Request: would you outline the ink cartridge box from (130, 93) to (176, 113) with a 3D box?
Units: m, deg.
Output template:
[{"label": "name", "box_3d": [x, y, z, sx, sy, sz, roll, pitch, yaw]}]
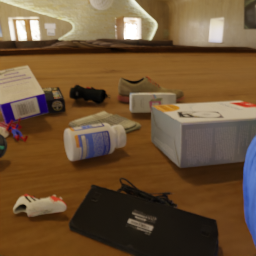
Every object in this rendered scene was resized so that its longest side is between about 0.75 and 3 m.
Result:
[{"label": "ink cartridge box", "box_3d": [0.917, -0.975, 10.708, 1.668, 0.706, 1.206, 0, 9, -3]}]

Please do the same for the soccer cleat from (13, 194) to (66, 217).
[{"label": "soccer cleat", "box_3d": [-1.565, 1.409, 4.957, 0.982, 0.337, 0.418, 3, 28, 18]}]

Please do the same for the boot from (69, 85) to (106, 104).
[{"label": "boot", "box_3d": [-1.723, -1.482, 12.442, 1.465, 0.666, 1.743, 8, 10, -2]}]

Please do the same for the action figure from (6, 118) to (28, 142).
[{"label": "action figure", "box_3d": [-3.349, -0.017, 8.422, 0.368, 0.559, 1.128, 13, 6, -45]}]

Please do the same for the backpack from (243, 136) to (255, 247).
[{"label": "backpack", "box_3d": [2.957, 0.934, 3.353, 2.992, 2.431, 2.510, -9, 13, 8]}]

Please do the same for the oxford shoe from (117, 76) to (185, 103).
[{"label": "oxford shoe", "box_3d": [1.013, -1.671, 12.228, 2.978, 1.114, 1.049, 1, 19, -1]}]

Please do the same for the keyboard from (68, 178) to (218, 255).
[{"label": "keyboard", "box_3d": [0.289, 1.567, 4.618, 2.372, 0.470, 1.235, 11, 46, 25]}]

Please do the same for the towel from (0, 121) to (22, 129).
[{"label": "towel", "box_3d": [-4.134, 0.047, 8.972, 0.839, 0.130, 1.160, 17, 28, 35]}]

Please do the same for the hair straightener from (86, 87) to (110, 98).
[{"label": "hair straightener", "box_3d": [-1.314, -1.656, 13.225, 1.514, 0.310, 0.583, 21, 18, 38]}]

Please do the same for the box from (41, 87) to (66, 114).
[{"label": "box", "box_3d": [-3.706, -1.112, 11.464, 2.017, 0.614, 2.502, -9, 21, -15]}]

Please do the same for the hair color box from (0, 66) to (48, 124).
[{"label": "hair color box", "box_3d": [-3.888, -1.254, 9.862, 1.418, 0.841, 2.594, -18, 41, -22]}]

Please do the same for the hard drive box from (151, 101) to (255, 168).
[{"label": "hard drive box", "box_3d": [2.248, 0.043, 7.302, 2.833, 1.088, 2.208, -4, 15, -13]}]

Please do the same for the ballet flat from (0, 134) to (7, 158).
[{"label": "ballet flat", "box_3d": [-4.329, 0.378, 6.641, 2.732, 0.998, 0.998, 2, 20, 3]}]

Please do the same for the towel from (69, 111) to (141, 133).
[{"label": "towel", "box_3d": [-0.747, -0.132, 9.201, 1.783, 0.308, 1.716, -16, 25, -40]}]

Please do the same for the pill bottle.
[{"label": "pill bottle", "box_3d": [-0.829, 0.324, 7.182, 1.474, 0.826, 0.826, -8, 21, -26]}]

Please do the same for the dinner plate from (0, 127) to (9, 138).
[{"label": "dinner plate", "box_3d": [-4.105, 0.165, 8.476, 0.931, 0.113, 0.931, 1, 29, -1]}]
